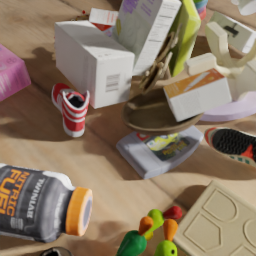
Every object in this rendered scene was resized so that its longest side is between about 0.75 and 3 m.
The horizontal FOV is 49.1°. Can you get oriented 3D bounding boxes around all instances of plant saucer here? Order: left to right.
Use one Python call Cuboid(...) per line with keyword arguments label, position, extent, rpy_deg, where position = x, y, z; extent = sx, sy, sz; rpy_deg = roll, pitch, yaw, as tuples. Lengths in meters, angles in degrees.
Cuboid(label="plant saucer", position=(0.943, -0.455, 7.562), extent=(2.297, 0.338, 2.297), rpy_deg=(-10, 32, 6))
Cuboid(label="plant saucer", position=(1.692, -3.141, 8.987), extent=(0.534, 2.229, 2.232), rpy_deg=(0, 52, -6))

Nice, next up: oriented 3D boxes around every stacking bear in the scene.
Cuboid(label="stacking bear", position=(2.336, -5.439, 10.523), extent=(1.598, 2.631, 1.496), rpy_deg=(-34, 59, -13))

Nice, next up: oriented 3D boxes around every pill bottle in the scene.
Cuboid(label="pill bottle", position=(-2.091, 1.517, 5.742), extent=(2.618, 1.390, 1.390), rpy_deg=(8, 51, 5))
Cuboid(label="pill bottle", position=(3.887, -4.956, 9.454), extent=(1.158, 1.158, 2.081), rpy_deg=(-13, 78, -11))

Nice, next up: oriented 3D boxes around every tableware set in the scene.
Cuboid(label="tableware set", position=(0.789, -2.047, 8.356), extent=(0.466, 1.536, 2.324), rpy_deg=(28, 61, -11))

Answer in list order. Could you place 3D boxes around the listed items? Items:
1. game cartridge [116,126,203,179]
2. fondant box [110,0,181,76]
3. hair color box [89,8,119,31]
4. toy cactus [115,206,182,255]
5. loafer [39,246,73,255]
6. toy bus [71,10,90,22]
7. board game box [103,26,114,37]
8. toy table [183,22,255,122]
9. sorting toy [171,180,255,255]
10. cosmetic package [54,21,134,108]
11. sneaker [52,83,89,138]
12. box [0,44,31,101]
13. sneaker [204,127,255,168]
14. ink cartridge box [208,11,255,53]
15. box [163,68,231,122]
Cuboid(label="game cartridge", position=(0.907, 0.400, 7.335), extent=(2.062, 0.421, 1.372), rpy_deg=(-31, 61, -23))
Cuboid(label="fondant box", position=(0.323, -2.755, 7.610), extent=(0.630, 2.164, 1.561), rpy_deg=(-7, 49, -35))
Cuboid(label="hair color box", position=(-0.824, -4.109, 10.756), extent=(1.260, 0.403, 0.699), rpy_deg=(8, 67, -1))
Cuboid(label="toy cactus", position=(0.058, 2.686, 5.110), extent=(2.190, 1.357, 2.654), rpy_deg=(-6, 51, 20))
Cuboid(label="loafer", position=(-1.797, 3.131, 4.737), extent=(0.902, 0.881, 2.470), rpy_deg=(15, 52, 12))
Cuboid(label="toy bus", position=(-1.758, -4.226, 11.130), extent=(0.717, 0.371, 0.677), rpy_deg=(40, 93, 2))
Cuboid(label="board game box", position=(-0.295, -3.478, 9.874), extent=(1.219, 0.251, 1.216), rpy_deg=(-16, 15, 29))
Cuboid(label="toy table", position=(2.921, -1.546, 7.817), extent=(2.991, 1.751, 2.749), rpy_deg=(-28, 52, -12))
Cuboid(label="sorting toy", position=(2.427, 2.446, 5.561), extent=(2.752, 0.368, 2.050), rpy_deg=(35, 49, 23))
Cuboid(label="cosmetic package", position=(-1.122, -1.971, 8.246), extent=(1.182, 1.500, 2.787), rpy_deg=(-16, 45, -28))
Cuboid(label="sneaker", position=(-1.603, -0.848, 7.697), extent=(0.725, 1.144, 2.035), rpy_deg=(-9, 50, -26))
Cuboid(label="box", position=(-4.404, -1.627, 8.613), extent=(1.732, 0.952, 1.969), rpy_deg=(36, 60, 26))
Cuboid(label="sneaker", position=(2.861, 0.465, 6.907), extent=(2.154, 0.758, 1.007), rpy_deg=(20, 7, -10))
Cuboid(label="ink cartridge box", position=(3.714, -3.273, 9.718), extent=(1.191, 0.691, 1.650), rpy_deg=(-6, 44, -45))
Cuboid(label="box", position=(1.687, -0.838, 6.971), extent=(1.388, 0.677, 0.863), rpy_deg=(-21, 27, 6))
